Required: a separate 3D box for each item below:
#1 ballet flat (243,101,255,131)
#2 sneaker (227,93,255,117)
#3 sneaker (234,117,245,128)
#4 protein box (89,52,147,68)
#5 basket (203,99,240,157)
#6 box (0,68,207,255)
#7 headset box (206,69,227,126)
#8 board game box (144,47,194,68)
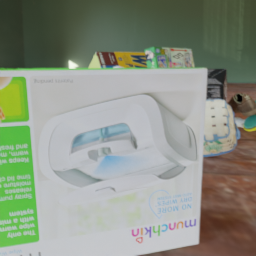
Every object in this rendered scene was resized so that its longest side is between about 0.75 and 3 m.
[{"bbox_3d":[5.055,-0.334,10.953,0.692,0.694,2.071,-5,33,39],"label":"ballet flat"},{"bbox_3d":[4.542,-1.061,11.352,0.787,0.844,2.235,-23,10,0],"label":"sneaker"},{"bbox_3d":[4.620,-0.199,11.436,1.051,0.392,0.458,4,18,18],"label":"sneaker"},{"bbox_3d":[-0.191,-1.420,10.950,2.684,1.811,2.665,-7,-21,-29],"label":"protein box"},{"bbox_3d":[2.071,0.066,7.858,1.923,1.517,2.181,-6,-12,23],"label":"basket"},{"bbox_3d":[-0.520,0.415,3.879,2.786,2.458,1.347,-3,12,-15],"label":"box"},{"bbox_3d":[2.946,-1.080,11.247,1.910,2.570,0.964,5,52,25],"label":"headset box"},{"bbox_3d":[1.258,-1.423,7.639,0.312,1.440,2.140,-6,8,38],"label":"board game box"}]
